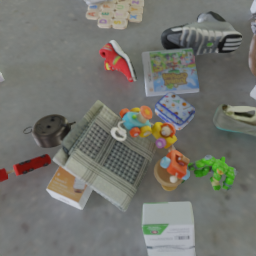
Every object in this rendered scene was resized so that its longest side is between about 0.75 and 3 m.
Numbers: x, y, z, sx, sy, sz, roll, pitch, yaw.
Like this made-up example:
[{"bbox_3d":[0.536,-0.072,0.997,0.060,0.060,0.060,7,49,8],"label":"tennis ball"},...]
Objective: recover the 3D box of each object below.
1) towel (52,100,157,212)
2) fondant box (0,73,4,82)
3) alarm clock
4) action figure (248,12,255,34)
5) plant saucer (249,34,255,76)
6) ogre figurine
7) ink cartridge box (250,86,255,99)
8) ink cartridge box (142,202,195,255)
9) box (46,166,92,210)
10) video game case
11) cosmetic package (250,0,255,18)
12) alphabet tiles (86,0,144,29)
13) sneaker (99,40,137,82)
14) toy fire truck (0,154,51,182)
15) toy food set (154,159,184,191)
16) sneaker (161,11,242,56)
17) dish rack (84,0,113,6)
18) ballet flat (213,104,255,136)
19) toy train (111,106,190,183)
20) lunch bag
[{"bbox_3d":[-0.481,0.629,7.384,2.317,0.400,2.231,37,58,-9],"label":"towel"},{"bbox_3d":[-4.882,-1.753,9.595,0.983,0.286,0.709,-28,64,-14],"label":"fondant box"},{"bbox_3d":[-2.409,0.056,8.237,1.576,0.525,1.063,-2,43,17],"label":"alarm clock"},{"bbox_3d":[4.191,-2.626,7.973,1.393,0.743,2.141,-13,99,-2],"label":"action figure"},{"bbox_3d":[4.398,-2.575,9.358,0.326,1.783,1.783,15,58,35],"label":"plant saucer"},{"bbox_3d":[2.268,1.128,7.350,1.240,0.743,0.608,42,44,17],"label":"ogre figurine"},{"bbox_3d":[5.161,-1.112,8.908,1.907,0.804,1.393,40,67,20],"label":"ink cartridge box"},{"bbox_3d":[0.931,2.373,6.341,1.084,1.478,0.614,-4,37,8],"label":"ink cartridge box"},{"bbox_3d":[-1.406,1.372,7.525,0.951,0.664,1.249,19,62,12],"label":"box"},{"bbox_3d":[1.419,-1.905,9.506,1.766,0.195,1.608,-5,74,-2],"label":"video game case"},{"bbox_3d":[5.948,-4.991,11.157,1.757,0.893,0.650,-5,59,-5],"label":"cosmetic package"},{"bbox_3d":[-0.515,-4.936,11.534,2.270,0.169,2.321,6,60,4],"label":"alphabet tiles"},{"bbox_3d":[-0.374,-2.178,9.710,0.843,0.765,1.986,-32,58,-2],"label":"sneaker"},{"bbox_3d":[-2.880,1.094,7.689,1.309,0.923,0.319,-19,91,-39],"label":"toy fire truck"},{"bbox_3d":[1.162,1.231,7.778,0.874,0.215,0.883,-35,68,-20],"label":"toy food set"},{"bbox_3d":[2.507,-3.564,10.311,2.977,1.117,1.719,0,54,-12],"label":"sneaker"},{"bbox_3d":[-1.237,-5.681,11.760,1.397,0.354,1.628,-16,55,-4],"label":"dish rack"},{"bbox_3d":[3.822,-0.143,8.124,2.558,0.815,0.862,13,35,14],"label":"ballet flat"},{"bbox_3d":[0.781,0.279,7.466,2.399,0.667,1.802,34,34,-13],"label":"toy train"},{"bbox_3d":[1.461,-0.514,8.788,1.171,0.442,0.938,40,69,22],"label":"lunch bag"}]
